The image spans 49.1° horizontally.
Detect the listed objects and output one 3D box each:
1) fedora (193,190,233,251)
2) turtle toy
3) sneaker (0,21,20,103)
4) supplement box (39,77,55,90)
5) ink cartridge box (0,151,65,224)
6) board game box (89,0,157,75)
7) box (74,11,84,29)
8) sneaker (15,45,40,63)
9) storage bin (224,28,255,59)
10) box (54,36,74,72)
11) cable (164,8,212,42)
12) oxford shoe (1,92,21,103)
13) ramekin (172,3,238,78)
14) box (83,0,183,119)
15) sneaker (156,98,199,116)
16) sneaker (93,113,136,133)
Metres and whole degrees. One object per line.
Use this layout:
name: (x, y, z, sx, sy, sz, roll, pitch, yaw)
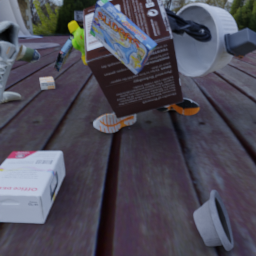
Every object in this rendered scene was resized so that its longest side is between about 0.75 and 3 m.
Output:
fedora: (1.659, 1.879, 5.584, 0.546, 1.069, 1.209, -23, 23, 21)
turtle toy: (-1.629, -3.938, 12.449, 1.393, 2.009, 2.756, -18, 12, 24)
sneaker: (-3.542, -1.731, 7.500, 1.215, 2.641, 1.000, -10, -17, 38)
supplement box: (-4.687, -2.590, 16.194, 0.753, 0.439, 1.194, -9, 26, -18)
ink cartridge box: (-2.436, 1.335, 6.744, 1.395, 0.809, 1.890, 1, 26, 2)
board game box: (-0.158, -1.976, 6.171, 1.489, 1.008, 0.256, 42, 64, 2)
box: (-1.071, -3.762, 9.768, 1.422, 0.315, 1.139, -2, 6, 0)
sneaker: (-3.646, -2.591, 10.162, 0.732, 0.547, 1.631, 17, 0, -29)
storage bin: (4.003, -2.901, 9.687, 1.190, 0.866, 0.799, 4, -12, -39)
box: (-2.964, -3.419, 13.044, 0.304, 1.611, 1.100, 31, 65, -13)
cable: (1.972, -4.012, 10.590, 2.181, 0.679, 2.673, -2, 35, -36)
oxford shoe: (-6.081, -1.422, 13.553, 1.672, 0.629, 0.483, -2, 64, -24)
ramekin: (3.128, -3.595, 11.555, 1.497, 2.852, 2.852, -15, 28, -29)
box: (0.219, -2.238, 8.846, 2.369, 2.884, 2.393, -15, 57, 9)
sneaker: (2.214, -1.069, 12.431, 1.948, 0.737, 0.896, 11, 22, 21)
sneaker: (-0.565, -0.260, 10.683, 1.827, 0.715, 0.706, -12, 16, -37)
